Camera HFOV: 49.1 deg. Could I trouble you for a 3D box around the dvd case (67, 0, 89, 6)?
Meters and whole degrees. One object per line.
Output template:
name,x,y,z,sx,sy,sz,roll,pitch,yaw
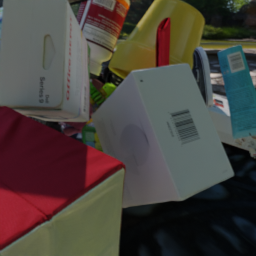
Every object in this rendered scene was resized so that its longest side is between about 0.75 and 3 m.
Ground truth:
dvd case,-1.363,-4.373,8.316,1.629,1.162,0.143,-25,7,-17

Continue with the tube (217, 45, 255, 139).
tube,2.839,-0.886,7.079,0.892,2.304,0.581,-13,3,37

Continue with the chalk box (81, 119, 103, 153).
chalk box,-0.499,0.384,7.439,1.189,1.183,1.911,3,22,9

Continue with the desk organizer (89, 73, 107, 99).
desk organizer,-1.349,-2.024,13.695,0.877,0.942,2.446,-10,24,-24

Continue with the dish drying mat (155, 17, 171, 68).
dish drying mat,0.865,-1.172,7.144,0.265,2.908,1.117,6,34,14

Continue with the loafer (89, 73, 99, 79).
loafer,-2.180,-2.175,10.696,2.158,0.758,0.733,9,33,-23

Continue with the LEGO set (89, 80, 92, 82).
LEGO set,-2.020,-1.431,11.192,1.259,0.940,0.309,-15,50,-37

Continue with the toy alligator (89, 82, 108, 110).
toy alligator,-1.014,-1.037,8.683,0.577,1.946,0.528,-38,0,3

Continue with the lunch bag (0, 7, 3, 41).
lunch bag,-2.768,-1.802,7.217,1.203,2.345,2.918,-9,37,16

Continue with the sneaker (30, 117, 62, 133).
sneaker,-2.452,0.361,7.398,0.831,1.252,2.201,7,23,16

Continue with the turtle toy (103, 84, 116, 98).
turtle toy,-0.410,-0.809,9.613,1.118,0.775,1.534,-29,78,-28

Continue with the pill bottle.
pill bottle,-1.105,-3.309,9.646,1.553,2.749,1.553,21,7,-3

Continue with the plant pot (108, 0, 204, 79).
plant pot,1.128,-2.573,9.165,2.789,2.623,2.789,24,3,-2

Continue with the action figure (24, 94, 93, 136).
action figure,-1.795,-0.517,8.783,2.509,1.681,1.868,24,10,-20

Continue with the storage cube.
storage cube,-1.660,1.339,3.336,2.364,2.630,2.248,22,30,31

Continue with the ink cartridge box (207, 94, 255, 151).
ink cartridge box,2.976,-0.309,8.709,2.083,0.873,1.829,19,27,8

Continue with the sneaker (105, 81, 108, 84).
sneaker,-0.439,-2.770,15.757,2.034,0.817,0.878,-1,21,-6

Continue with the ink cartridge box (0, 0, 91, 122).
ink cartridge box,-1.548,-1.184,5.886,1.182,1.963,2.702,1,-2,-1

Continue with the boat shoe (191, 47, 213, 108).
boat shoe,1.852,-1.353,7.547,0.588,1.734,0.622,-5,-11,2

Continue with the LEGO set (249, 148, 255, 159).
LEGO set,4.133,0.707,7.712,1.473,0.361,1.100,-18,23,-30

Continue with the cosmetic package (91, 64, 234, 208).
cosmetic package,0.477,0.260,5.406,1.311,2.126,2.133,-14,-10,-31

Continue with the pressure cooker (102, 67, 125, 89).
pressure cooker,0.375,-2.002,11.883,2.341,2.378,2.662,-24,18,15
